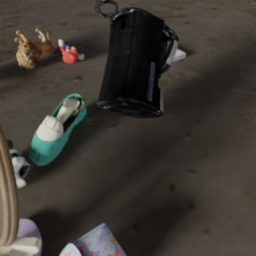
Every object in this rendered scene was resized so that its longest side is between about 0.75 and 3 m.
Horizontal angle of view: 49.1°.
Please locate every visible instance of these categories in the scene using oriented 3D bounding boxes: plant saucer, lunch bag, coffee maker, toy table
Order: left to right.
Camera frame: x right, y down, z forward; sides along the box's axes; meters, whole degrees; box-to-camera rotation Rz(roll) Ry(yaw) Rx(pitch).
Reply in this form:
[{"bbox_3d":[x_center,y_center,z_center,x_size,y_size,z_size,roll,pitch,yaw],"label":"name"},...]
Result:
[{"bbox_3d":[-2.649,0.766,4.938,0.412,2.800,2.800,-12,39,-40],"label":"plant saucer"},{"bbox_3d":[-2.418,2.363,5.353,1.687,1.074,1.835,-5,41,-5],"label":"toy table"},{"bbox_3d":[-0.679,2.628,5.282,1.238,0.787,1.050,-27,45,-20],"label":"lunch bag"},{"bbox_3d":[-0.014,-1.882,8.470,2.730,1.914,2.842,13,77,-18],"label":"coffee maker"}]

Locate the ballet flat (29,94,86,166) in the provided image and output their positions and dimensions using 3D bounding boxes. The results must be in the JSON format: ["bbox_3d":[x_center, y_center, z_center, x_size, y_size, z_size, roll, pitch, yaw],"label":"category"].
[{"bbox_3d":[-2.100,-0.146,8.378,0.943,0.986,2.801,18,44,9],"label":"ballet flat"}]

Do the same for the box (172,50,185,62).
[{"bbox_3d":[1.780,-3.455,12.904,1.018,0.256,1.410,-26,46,-28],"label":"box"}]

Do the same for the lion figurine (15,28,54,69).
[{"bbox_3d":[-4.007,-3.585,12.513,1.576,0.933,2.574,49,46,2],"label":"lion figurine"}]

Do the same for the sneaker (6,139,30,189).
[{"bbox_3d":[-2.988,0.953,7.436,0.728,0.610,1.646,-11,51,-12],"label":"sneaker"}]

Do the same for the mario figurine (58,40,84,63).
[{"bbox_3d":[-2.545,-3.502,12.528,0.973,0.835,1.576,-11,40,-13],"label":"mario figurine"}]
